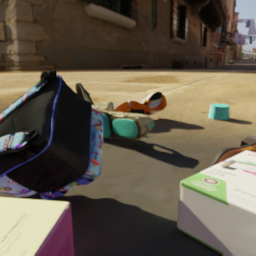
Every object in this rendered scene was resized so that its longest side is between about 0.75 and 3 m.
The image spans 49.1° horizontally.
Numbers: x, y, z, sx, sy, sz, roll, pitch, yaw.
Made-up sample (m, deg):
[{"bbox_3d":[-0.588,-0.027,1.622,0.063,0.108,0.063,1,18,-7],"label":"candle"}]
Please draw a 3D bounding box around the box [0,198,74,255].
[{"bbox_3d":[-1.811,1.521,2.629,2.093,1.012,1.841,3,15,7],"label":"box"}]

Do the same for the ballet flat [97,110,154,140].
[{"bbox_3d":[-0.317,-0.119,8.725,2.731,0.926,1.028,6,16,44],"label":"ballet flat"}]

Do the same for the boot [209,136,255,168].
[{"bbox_3d":[2.693,1.031,5.534,1.686,0.613,1.791,-21,40,-26],"label":"boot"}]

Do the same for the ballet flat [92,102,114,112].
[{"bbox_3d":[-1.139,-0.627,10.565,1.645,0.619,0.558,-16,-33,38],"label":"ballet flat"}]

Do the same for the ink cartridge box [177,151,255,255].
[{"bbox_3d":[2.002,1.135,4.331,2.073,0.870,1.501,-13,20,-40],"label":"ink cartridge box"}]

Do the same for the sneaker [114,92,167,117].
[{"bbox_3d":[0.315,-0.600,11.228,2.597,0.983,1.195,-20,-5,-30],"label":"sneaker"}]

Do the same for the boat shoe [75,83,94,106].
[{"bbox_3d":[-2.041,-1.498,13.332,0.485,1.475,0.527,-19,-11,-38],"label":"boat shoe"}]

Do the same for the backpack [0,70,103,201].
[{"bbox_3d":[-1.746,0.380,5.205,2.242,1.508,2.047,-30,41,22],"label":"backpack"}]

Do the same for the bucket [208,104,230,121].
[{"bbox_3d":[3.818,-0.673,11.725,0.865,0.563,0.865,1,15,0],"label":"bucket"}]
